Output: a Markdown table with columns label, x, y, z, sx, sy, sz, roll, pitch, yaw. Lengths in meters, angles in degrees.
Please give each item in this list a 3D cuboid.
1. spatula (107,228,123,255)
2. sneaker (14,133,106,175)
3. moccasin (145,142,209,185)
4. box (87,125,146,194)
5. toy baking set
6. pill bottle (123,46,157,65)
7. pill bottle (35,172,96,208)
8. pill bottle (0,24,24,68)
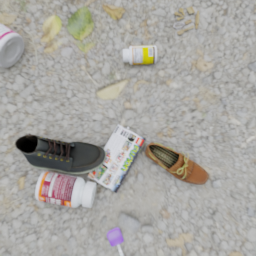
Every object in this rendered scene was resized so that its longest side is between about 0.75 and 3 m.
| label | x | y | z | sx | sy | sz | roll | pitch | yaw |
| --- | --- | --- | --- | --- | --- | --- | --- | --- | --- |
| spatula | -0.226 | 4.387 | 9.674 | 0.511 | 0.186 | 1.807 | -22 | 77 | -4 |
| sneaker | -2.307 | 0.894 | 9.680 | 2.948 | 1.566 | 1.102 | -3 | 66 | 5 |
| moccasin | 1.761 | 1.246 | 10.077 | 2.459 | 0.949 | 0.899 | 35 | 83 | 9 |
| box | -0.404 | 1.136 | 10.415 | 1.243 | 0.392 | 2.258 | 29 | 77 | 7 |
| toy baking set | 2.516 | -4.590 | 12.061 | 1.104 | 0.167 | 1.438 | 3 | 75 | 4 |
| pill bottle | 0.467 | -2.932 | 11.307 | 1.351 | 0.738 | 0.738 | -2 | 75 | -1 |
| pill bottle | -2.147 | 2.195 | 9.806 | 1.914 | 1.048 | 1.048 | 10 | 76 | 3 |
| pill bottle | -5.614 | -3.636 | 11.109 | 2.591 | 1.469 | 1.469 | 32 | 78 | 7 |
